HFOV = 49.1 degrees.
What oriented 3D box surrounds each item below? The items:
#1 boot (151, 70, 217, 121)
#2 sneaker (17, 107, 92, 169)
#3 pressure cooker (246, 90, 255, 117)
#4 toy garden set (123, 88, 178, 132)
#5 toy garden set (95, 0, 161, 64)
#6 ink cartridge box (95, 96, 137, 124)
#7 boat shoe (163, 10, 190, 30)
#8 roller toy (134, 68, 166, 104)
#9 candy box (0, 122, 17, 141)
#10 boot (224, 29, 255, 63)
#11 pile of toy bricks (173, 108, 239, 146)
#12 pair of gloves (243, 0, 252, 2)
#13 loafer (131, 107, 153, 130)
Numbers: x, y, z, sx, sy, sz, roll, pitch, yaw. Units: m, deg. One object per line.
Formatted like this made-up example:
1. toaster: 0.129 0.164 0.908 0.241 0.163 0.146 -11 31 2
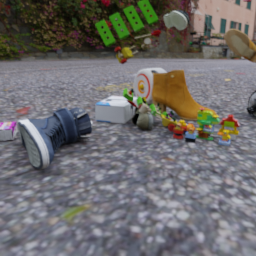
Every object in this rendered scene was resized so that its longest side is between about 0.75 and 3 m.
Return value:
1. boot: 2.264 -1.368 11.395 2.727 1.952 0.959 6 19 18
2. sneaker: -1.882 0.157 7.929 2.106 1.108 2.915 -11 19 -24
3. pressure cooker: 5.661 -1.014 11.391 1.478 1.300 1.320 -18 37 -42
4. toy garden set: 0.849 -0.741 10.051 2.178 0.435 1.815 30 17 -10
5. toy garden set: 0.114 -2.935 8.738 1.802 1.502 0.360 -27 -7 -1
6. ink cartridge box: -0.428 -0.785 11.570 1.257 0.732 1.739 6 18 18
7. boat shoe: 2.333 -4.899 12.577 0.750 0.845 2.261 -25 19 -5
8. roller toy: 1.133 -2.086 14.017 1.336 1.744 1.912 -11 20 -31
9. candy box: -4.407 0.134 9.190 1.320 0.403 0.900 -4 18 -11
10. boot: 4.130 -3.048 10.335 1.964 0.691 1.406 30 25 -17
11. pile of toy bricks: 2.444 -0.140 9.026 2.075 1.025 1.151 9 19 26
12. pair of gloves: 3.104 -3.545 6.997 0.133 0.937 1.165 38 11 -28
13. loafer: 0.445 -0.451 10.573 0.645 0.696 1.851 1 17 -10
